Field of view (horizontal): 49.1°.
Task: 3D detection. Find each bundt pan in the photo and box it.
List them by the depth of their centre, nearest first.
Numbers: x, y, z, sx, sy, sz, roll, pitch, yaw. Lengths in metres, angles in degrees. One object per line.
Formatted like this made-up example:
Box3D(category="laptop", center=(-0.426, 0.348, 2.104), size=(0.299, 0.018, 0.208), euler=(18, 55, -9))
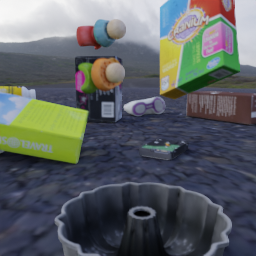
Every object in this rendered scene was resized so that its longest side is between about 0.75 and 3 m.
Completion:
Box3D(category="bundt pan", center=(0.102, 0.806, 1.997), size=(1.196, 0.449, 1.196), euler=(-1, 9, 0))

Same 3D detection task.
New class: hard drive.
Box3D(category="hard drive", center=(0.687, 0.383, 5.253), size=(0.629, 0.170, 0.900), euler=(6, 11, 29))

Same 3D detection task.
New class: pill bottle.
Box3D(category="pill bottle", center=(-5.517, -1.517, 13.771), size=(1.821, 1.020, 1.020), euler=(-3, 10, -18))

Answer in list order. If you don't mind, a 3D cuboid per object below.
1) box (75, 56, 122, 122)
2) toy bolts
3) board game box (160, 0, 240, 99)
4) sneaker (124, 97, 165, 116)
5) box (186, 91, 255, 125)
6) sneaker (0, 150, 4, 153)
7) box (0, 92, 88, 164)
Box3D(category="box", center=(-0.913, -1.283, 9.295), size=(1.364, 2.064, 1.184), euler=(1, 10, 8))
Box3D(category="toy bolts", center=(-0.366, -1.706, 6.594), size=(1.131, 1.631, 1.558), euler=(-3, 8, 38))
Box3D(category="board game box", center=(1.071, -1.514, 4.556), size=(0.359, 1.778, 1.361), euler=(11, -18, -31))
Box3D(category="sneaker", center=(0.674, -0.893, 11.111), size=(1.843, 0.690, 0.918), euler=(-7, 12, -36))
Box3D(category="box", center=(3.393, -0.753, 9.603), size=(1.298, 0.971, 2.592), euler=(-7, 14, -36))
Box3D(category="sneaker", center=(-2.444, 0.099, 5.598), size=(0.571, 0.607, 1.481), euler=(1, 10, 7))
Box3D(category="box", center=(-1.924, -0.112, 4.888), size=(2.317, 0.552, 1.413), euler=(12, 21, -8))
